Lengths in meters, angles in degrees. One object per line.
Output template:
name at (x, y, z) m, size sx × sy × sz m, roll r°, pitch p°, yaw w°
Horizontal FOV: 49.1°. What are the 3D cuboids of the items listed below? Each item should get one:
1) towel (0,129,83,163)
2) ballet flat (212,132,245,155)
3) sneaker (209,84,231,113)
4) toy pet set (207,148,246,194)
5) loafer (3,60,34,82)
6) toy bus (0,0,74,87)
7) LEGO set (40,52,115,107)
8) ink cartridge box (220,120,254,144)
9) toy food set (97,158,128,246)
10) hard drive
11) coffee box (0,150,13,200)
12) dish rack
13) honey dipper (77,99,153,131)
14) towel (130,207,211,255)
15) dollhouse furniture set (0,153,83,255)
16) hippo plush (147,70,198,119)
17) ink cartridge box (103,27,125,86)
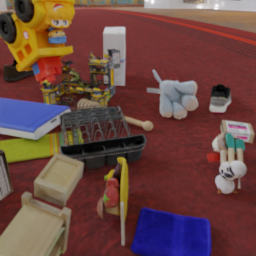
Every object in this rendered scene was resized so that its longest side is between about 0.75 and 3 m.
towel at (-2.449, 0.486, 7.568) m, size 2.449 × 0.221 × 1.054 m, roll -9°, pitch 29°, yaw -15°
ballet flat at (2.376, 0.440, 6.809) m, size 0.537 × 0.544 × 1.597 m, roll -10°, pitch -16°, yaw 34°
sneaker at (3.370, -1.233, 10.112) m, size 0.701 × 0.831 × 1.900 m, roll 12°, pitch 31°, yaw 21°
toy pet set at (3.336, 1.170, 5.505) m, size 2.867 × 1.522 × 2.677 m, roll 1°, pitch -12°, yaw -2°
loafer at (-4.922, -2.882, 13.182) m, size 0.853 × 0.834 × 2.337 m, roll 9°, pitch 29°, yaw 16°
toy bus at (-2.994, -3.077, 10.082) m, size 2.953 × 2.835 × 2.004 m, roll -20°, pitch 2°, yaw 42°
LEGO set at (-1.783, -1.868, 10.371) m, size 2.931 × 1.698 × 2.254 m, roll 11°, pitch 30°, yaw 21°
ink cartridge box at (3.158, 0.103, 8.150) m, size 0.841 × 0.316 × 0.693 m, roll 8°, pitch 28°, yaw 8°
toy food set at (-0.300, 1.254, 5.342) m, size 0.538 × 0.969 × 1.647 m, roll 0°, pitch 29°, yaw 3°
hard drive at (-3.566, -0.370, 8.811) m, size 2.904 × 0.368 × 1.916 m, roll 8°, pitch 27°, yaw 18°
coffee box at (-3.747, 1.306, 5.115) m, size 1.533 × 1.082 × 2.712 m, roll 13°, pitch 31°, yaw 23°
dish rack at (-0.877, 0.022, 7.673) m, size 2.090 × 0.743 × 2.724 m, roll -7°, pitch 38°, yaw -14°
honey dipper at (-0.425, -0.408, 8.989) m, size 2.685 × 0.510 × 0.510 m, roll 17°, pitch 32°, yaw 24°
towel at (0.769, 1.852, 4.898) m, size 1.325 × 0.328 × 0.978 m, roll 5°, pitch 28°, yaw 10°
dollhouse furniture set at (-0.710, 1.822, 4.029) m, size 1.978 × 1.243 × 2.236 m, roll 20°, pitch 38°, yaw 6°
hippo plush at (1.590, -0.996, 9.648) m, size 1.738 × 1.384 × 1.397 m, roll 19°, pitch 5°, yaw 16°
ink cartridge box at (-0.590, -3.116, 12.171) m, size 0.940 × 2.197 × 1.621 m, roll -1°, pitch 28°, yaw -1°
